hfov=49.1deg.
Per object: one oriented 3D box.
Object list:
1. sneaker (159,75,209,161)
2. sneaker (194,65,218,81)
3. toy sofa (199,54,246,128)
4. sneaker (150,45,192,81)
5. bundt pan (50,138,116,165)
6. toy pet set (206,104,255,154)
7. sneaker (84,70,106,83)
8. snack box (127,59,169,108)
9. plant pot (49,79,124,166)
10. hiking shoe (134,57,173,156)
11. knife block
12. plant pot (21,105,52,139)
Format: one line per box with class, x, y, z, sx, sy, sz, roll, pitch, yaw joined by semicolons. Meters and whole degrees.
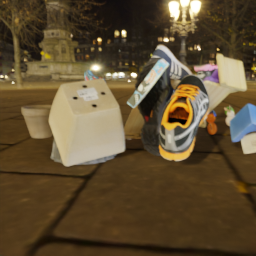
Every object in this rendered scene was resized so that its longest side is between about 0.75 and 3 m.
sneaker;1.398;-0.497;6.856;1.037;1.023;2.650;4;50;21
sneaker;3.179;-1.998;11.007;0.745;0.899;1.886;-4;5;40
toy sofa;2.555;-1.142;9.344;1.311;1.112;2.686;11;-29;-10
sneaker;1.592;-2.096;10.718;1.995;1.082;0.699;41;-21;-16
bundt pan;-1.406;0.482;8.864;2.090;0.784;2.090;1;12;0
toy pet set;3.669;-0.421;8.908;2.523;1.340;2.355;-11;39;24
sneaker;-1.065;-1.616;10.027;0.618;1.294;0.513;-37;-13;24
snack box;0.531;-1.174;7.375;0.252;1.359;0.789;39;22;0
plant pot;-1.150;-0.306;7.955;1.857;1.646;1.859;-13;53;-23
hiking shoe;1.057;-0.700;8.691;1.114;2.941;1.480;13;23;39
knife block;0.834;-0.919;10.849;0.926;2.542;2.895;-5;1;35
plant pot;-3.571;-0.255;11.407;1.416;1.229;1.416;1;11;0
